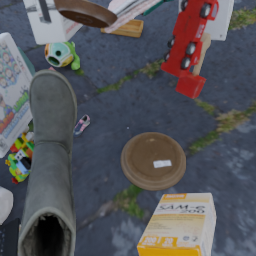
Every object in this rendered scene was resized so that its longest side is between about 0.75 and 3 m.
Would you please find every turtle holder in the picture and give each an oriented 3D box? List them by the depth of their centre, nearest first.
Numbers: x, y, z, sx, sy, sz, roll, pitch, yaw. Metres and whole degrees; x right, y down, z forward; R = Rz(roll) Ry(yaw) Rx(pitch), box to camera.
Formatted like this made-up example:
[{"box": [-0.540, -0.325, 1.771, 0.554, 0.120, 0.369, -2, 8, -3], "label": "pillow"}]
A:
[{"box": [-2.409, -2.602, 10.112, 0.969, 1.275, 0.906, -9, 47, 33], "label": "turtle holder"}]

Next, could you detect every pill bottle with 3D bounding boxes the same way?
[{"box": [-3.892, 1.722, 6.941, 1.798, 0.998, 0.998, 19, 57, 12], "label": "pill bottle"}]

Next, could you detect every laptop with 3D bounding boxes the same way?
[{"box": [-3.387, 3.079, 5.867, 2.157, 1.114, 1.912, -32, 51, 28], "label": "laptop"}]

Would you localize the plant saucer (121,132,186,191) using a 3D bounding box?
[{"box": [0.726, 0.860, 7.998, 1.888, 0.278, 1.888, 1, 55, -1], "label": "plant saucer"}]

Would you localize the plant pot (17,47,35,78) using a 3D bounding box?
[{"box": [-3.827, -1.547, 8.856, 1.391, 1.392, 1.969, -11, 49, 16], "label": "plant pot"}]

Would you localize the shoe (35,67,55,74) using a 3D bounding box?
[{"box": [-2.583, -1.473, 9.449, 0.700, 0.550, 1.538, -28, 55, -12], "label": "shoe"}]

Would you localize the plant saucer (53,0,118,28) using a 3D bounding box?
[{"box": [-0.842, -2.212, 5.482, 1.283, 1.283, 0.221, 15, 96, 10], "label": "plant saucer"}]

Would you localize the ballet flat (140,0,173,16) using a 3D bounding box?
[{"box": [1.157, -4.610, 9.687, 1.942, 0.671, 0.691, -28, 88, -1], "label": "ballet flat"}]

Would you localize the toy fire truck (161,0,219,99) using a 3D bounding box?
[{"box": [1.531, -1.822, 6.536, 0.582, 2.388, 1.684, 31, 29, 27], "label": "toy fire truck"}]

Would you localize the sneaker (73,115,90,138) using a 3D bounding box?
[{"box": [-1.482, -0.075, 8.607, 0.286, 0.334, 0.814, 23, 58, 15], "label": "sneaker"}]

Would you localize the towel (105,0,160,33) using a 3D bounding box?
[{"box": [0.384, -3.274, 6.745, 2.195, 0.354, 2.096, -25, 32, 22], "label": "towel"}]

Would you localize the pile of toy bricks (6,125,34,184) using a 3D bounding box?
[{"box": [-2.800, 0.997, 7.567, 2.218, 1.230, 1.095, 46, 105, 16], "label": "pile of toy bricks"}]

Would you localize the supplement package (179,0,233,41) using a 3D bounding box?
[{"box": [2.385, -3.761, 8.353, 1.396, 1.386, 1.840, 11, 53, 18], "label": "supplement package"}]

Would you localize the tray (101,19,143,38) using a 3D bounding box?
[{"box": [-0.241, -4.162, 11.509, 1.604, 0.297, 0.791, 11, 56, 8], "label": "tray"}]

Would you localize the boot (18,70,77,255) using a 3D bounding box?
[{"box": [-1.333, 0.536, 4.662, 1.007, 2.524, 2.777, -4, 24, -3], "label": "boot"}]

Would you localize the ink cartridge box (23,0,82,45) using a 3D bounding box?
[{"box": [-2.110, -3.642, 7.701, 0.933, 2.228, 1.608, 1, 36, 11], "label": "ink cartridge box"}]

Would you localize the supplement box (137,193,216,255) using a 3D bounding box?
[{"box": [0.738, 1.433, 3.930, 0.800, 0.467, 1.270, -9, 14, 25], "label": "supplement box"}]

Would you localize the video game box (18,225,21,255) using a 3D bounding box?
[{"box": [-2.269, 2.807, 6.619, 1.215, 0.284, 1.107, -13, 58, -9], "label": "video game box"}]

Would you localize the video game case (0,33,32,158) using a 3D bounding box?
[{"box": [-2.870, -0.788, 6.404, 0.261, 2.002, 2.199, -3, 40, 19], "label": "video game case"}]
